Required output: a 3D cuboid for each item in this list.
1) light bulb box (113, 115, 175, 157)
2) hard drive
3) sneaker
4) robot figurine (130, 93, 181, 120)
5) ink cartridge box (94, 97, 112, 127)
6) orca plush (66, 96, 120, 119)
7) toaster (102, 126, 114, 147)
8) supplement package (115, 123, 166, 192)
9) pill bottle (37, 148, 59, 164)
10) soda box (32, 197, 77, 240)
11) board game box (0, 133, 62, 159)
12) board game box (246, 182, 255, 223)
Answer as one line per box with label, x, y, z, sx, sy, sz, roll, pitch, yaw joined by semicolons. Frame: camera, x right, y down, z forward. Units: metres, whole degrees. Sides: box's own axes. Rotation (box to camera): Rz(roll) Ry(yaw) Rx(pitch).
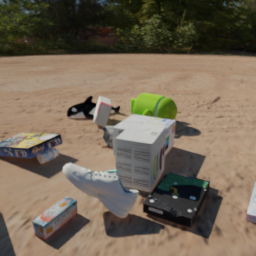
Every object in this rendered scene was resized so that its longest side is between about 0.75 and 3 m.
light bulb box;0.668;0.370;11.128;1.934;1.207;1.917;10;22;24
hard drive;1.436;1.966;8.022;1.387;0.376;1.986;10;23;25
sneaker;-0.700;1.425;7.512;2.125;0.940;0.799;34;4;1
robot figurine;1.333;-0.933;14.226;2.586;1.496;2.269;15;24;35
ink cartridge box;-1.326;-0.880;14.454;0.641;1.115;1.537;15;18;-13
orca plush;-1.928;-1.226;15.608;2.981;1.060;1.569;-2;21;-5
toaster;-0.632;0.323;12.039;0.788;0.693;1.220;-2;21;-17
supplement package;0.436;0.895;9.114;1.215;1.652;1.579;8;23;21
pill bottle;-3.008;1.026;10.534;0.410;0.410;0.754;16;26;37
soda box;-1.843;2.275;7.175;0.391;0.420;1.229;12;23;28
board game box;-3.999;0.651;10.921;2.375;0.411;1.609;0;17;33
board game box;3.960;2.095;7.437;1.318;0.286;1.312;9;34;30
